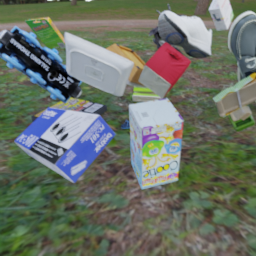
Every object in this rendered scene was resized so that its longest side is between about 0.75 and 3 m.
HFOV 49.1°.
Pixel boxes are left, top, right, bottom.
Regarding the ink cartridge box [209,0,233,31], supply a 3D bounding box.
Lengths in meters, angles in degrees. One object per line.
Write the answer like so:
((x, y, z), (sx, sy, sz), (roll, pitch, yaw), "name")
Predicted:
((3.511, -4.493, 10.653), (0.456, 1.355, 0.793), (11, 67, 40), "ink cartridge box")

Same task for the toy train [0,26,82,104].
((-2.555, -1.796, 8.195), (1.160, 2.676, 1.529), (-55, 30, -5), "toy train")

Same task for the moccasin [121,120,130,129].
((0.052, -0.205, 11.058), (0.810, 0.276, 0.326), (-22, 34, -36), "moccasin")

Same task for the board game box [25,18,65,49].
((-2.772, -3.255, 9.650), (0.773, 0.242, 1.617), (-2, -15, 13), "board game box")

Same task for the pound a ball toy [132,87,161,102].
((1.042, -1.704, 13.394), (1.547, 0.657, 1.009), (4, 62, 8), "pound a ball toy")

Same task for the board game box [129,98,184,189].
((0.421, 0.268, 4.482), (0.648, 1.257, 0.659), (-11, 38, -11), "board game box")

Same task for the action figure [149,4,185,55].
((1.819, -3.197, 10.904), (1.719, 2.893, 1.476), (-38, 54, -14), "action figure")

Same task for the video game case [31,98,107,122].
((-2.423, -0.617, 11.840), (2.158, 0.305, 2.388), (14, 31, 24), "video game case")

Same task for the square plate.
((-0.773, -1.366, 6.608), (1.620, 1.604, 0.230), (23, 69, -2), "square plate")

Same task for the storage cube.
((1.068, -1.704, 8.448), (0.996, 1.165, 1.047), (38, 71, 4), "storage cube")

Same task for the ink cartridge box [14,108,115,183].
((-1.407, 0.219, 5.716), (1.156, 0.544, 2.459), (-50, 31, -20), "ink cartridge box")

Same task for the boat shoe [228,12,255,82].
((3.678, -2.016, 8.164), (1.060, 2.911, 0.899), (-27, 49, 8), "boat shoe")

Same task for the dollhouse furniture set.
((2.275, -0.661, 5.811), (1.007, 2.015, 0.778), (-26, 61, 16), "dollhouse furniture set")

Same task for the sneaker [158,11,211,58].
((1.764, -2.972, 8.573), (2.353, 1.025, 0.877), (17, -7, -44), "sneaker")

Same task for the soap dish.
((0.069, -2.297, 10.348), (1.395, 0.720, 1.774), (0, 46, -53), "soap dish")
